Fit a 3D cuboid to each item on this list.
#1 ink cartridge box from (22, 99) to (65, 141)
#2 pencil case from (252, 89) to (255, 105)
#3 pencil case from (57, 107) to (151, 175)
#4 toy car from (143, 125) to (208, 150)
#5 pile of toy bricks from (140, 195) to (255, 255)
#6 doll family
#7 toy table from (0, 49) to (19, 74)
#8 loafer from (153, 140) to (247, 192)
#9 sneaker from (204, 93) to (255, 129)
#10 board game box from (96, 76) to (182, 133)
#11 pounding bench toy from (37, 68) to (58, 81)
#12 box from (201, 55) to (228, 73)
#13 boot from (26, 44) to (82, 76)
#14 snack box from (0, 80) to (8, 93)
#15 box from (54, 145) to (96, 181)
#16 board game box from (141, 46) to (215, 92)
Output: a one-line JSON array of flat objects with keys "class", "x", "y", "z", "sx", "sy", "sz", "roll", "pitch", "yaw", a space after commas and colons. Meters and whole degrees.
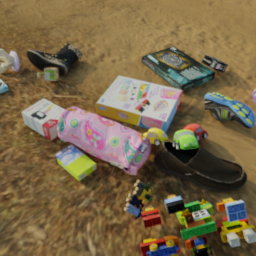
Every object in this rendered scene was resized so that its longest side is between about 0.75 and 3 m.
[{"class": "ink cartridge box", "x": -2.726, "y": -0.307, "z": 9.450, "sx": 1.380, "sy": 0.571, "sz": 1.006, "roll": 27, "pitch": 49, "yaw": 26}, {"class": "pencil case", "x": 5.509, "y": -1.587, "z": 10.538, "sx": 0.948, "sy": 0.966, "sz": 2.260, "roll": 13, "pitch": 39, "yaw": 42}, {"class": "pencil case", "x": -0.726, "y": 0.356, "z": 8.207, "sx": 2.830, "sy": 1.237, "sz": 1.237, "roll": 24, "pitch": 48, "yaw": 20}, {"class": "toy car", "x": 1.493, "y": 0.245, "z": 8.102, "sx": 2.233, "sy": 0.498, "sz": 2.102, "roll": -6, "pitch": 5, "yaw": -5}, {"class": "pile of toy bricks", "x": 1.467, "y": 2.109, "z": 6.564, "sx": 2.575, "sy": 1.429, "sz": 1.271, "roll": -13, "pitch": 8, "yaw": 0}, {"class": "doll family", "x": 0.306, "y": 1.783, "z": 6.823, "sx": 0.977, "sy": 0.565, "sz": 0.384, "roll": -58, "pitch": 18, "yaw": -5}, {"class": "toy table", "x": -5.138, "y": -2.831, "z": 11.939, "sx": 0.679, "sy": 1.066, "sz": 1.159, "roll": -8, "pitch": 30, "yaw": -36}, {"class": "loafer", "x": 1.975, "y": 1.013, "z": 7.762, "sx": 2.606, "sy": 0.930, "sz": 0.951, "roll": 12, "pitch": 45, "yaw": 13}, {"class": "sneaker", "x": 3.399, "y": -0.518, "z": 9.485, "sx": 0.700, "sy": 0.819, "sz": 1.976, "roll": -20, "pitch": 40, "yaw": -33}, {"class": "board game box", "x": 0.436, "y": -0.931, "z": 10.153, "sx": 2.595, "sy": 0.523, "sz": 1.986, "roll": 17, "pitch": 45, "yaw": 17}, {"class": "pounding bench toy", "x": -3.246, "y": -2.189, "z": 11.355, "sx": 0.758, "sy": 0.471, "sz": 0.592, "roll": 1, "pitch": 17, "yaw": -5}, {"class": "box", "x": 3.646, "y": -2.701, "z": 11.790, "sx": 0.887, "sy": 0.382, "sz": 0.726, "roll": -1, "pitch": 35, "yaw": -45}, {"class": "boot", "x": -3.214, "y": -3.161, "z": 12.376, "sx": 2.100, "sy": 0.769, "sz": 1.582, "roll": 23, "pitch": 48, "yaw": 18}, {"class": "snack box", "x": -5.405, "y": -1.719, "z": 11.233, "sx": 0.690, "sy": 0.220, "sz": 1.189, "roll": -32, "pitch": 52, "yaw": -30}, {"class": "box", "x": -1.557, "y": 1.008, "z": 8.252, "sx": 1.131, "sy": 0.270, "sz": 0.690, "roll": 33, "pitch": 51, "yaw": 32}, {"class": "board game box", "x": 2.086, "y": -2.609, "z": 12.070, "sx": 1.852, "sy": 0.386, "sz": 2.738, "roll": -23, "pitch": 48, "yaw": -23}]
